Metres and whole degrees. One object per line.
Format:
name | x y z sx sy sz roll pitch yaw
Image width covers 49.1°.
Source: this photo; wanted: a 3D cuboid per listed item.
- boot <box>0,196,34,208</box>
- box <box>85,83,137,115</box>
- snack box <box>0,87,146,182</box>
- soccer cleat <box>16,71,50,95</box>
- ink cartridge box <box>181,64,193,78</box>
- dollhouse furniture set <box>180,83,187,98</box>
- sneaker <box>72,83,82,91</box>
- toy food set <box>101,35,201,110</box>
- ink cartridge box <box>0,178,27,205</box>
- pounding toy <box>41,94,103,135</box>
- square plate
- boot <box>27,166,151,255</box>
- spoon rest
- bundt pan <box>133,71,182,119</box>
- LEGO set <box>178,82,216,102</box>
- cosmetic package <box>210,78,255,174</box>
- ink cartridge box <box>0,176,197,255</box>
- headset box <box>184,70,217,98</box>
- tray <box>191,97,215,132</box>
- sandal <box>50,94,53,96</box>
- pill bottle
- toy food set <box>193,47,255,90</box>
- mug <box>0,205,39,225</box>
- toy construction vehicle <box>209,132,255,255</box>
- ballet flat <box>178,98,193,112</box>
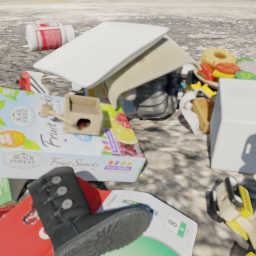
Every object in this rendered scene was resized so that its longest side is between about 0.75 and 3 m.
boot | -1.688 1.443 4.883 1.014 0.379 0.492 -18 44 -14
box | -0.619 -1.738 9.216 1.505 1.671 2.970 -3 28 -4
snack box | -1.223 0.141 5.684 2.742 0.726 1.950 7 33 -25
soccer cleat | -2.266 -0.619 7.128 0.738 1.733 0.594 -16 -2 -45
ink cartridge box | 3.022 -2.179 11.371 1.756 0.393 1.547 8 29 15
dollhouse furniture set | 1.451 -1.653 9.304 1.455 1.026 1.020 26 30 4
sneaker | -1.838 -1.833 10.649 0.491 0.741 1.302 14 64 -9
toy food set | 0.426 -1.385 6.844 2.201 0.665 1.580 -24 43 -2
ink cartridge box | -2.994 0.748 5.518 1.866 0.784 1.351 3 30 -1
pounding toy | -1.038 -0.163 5.083 1.066 0.488 0.936 5 35 -19
square plate | -0.725 -1.874 6.967 2.577 0.370 2.602 -40 41 -23
boot | -0.570 0.981 3.663 1.198 0.477 1.454 -16 28 -23
spoon rest | 1.571 -0.359 7.218 0.386 1.273 0.632 -15 45 6
bundt pan | 0.926 -1.233 7.826 0.784 2.089 2.089 9 29 29
LEGO set | 2.028 -0.907 7.899 1.237 0.461 0.569 13 64 14
cosmetic package | 2.621 -0.074 6.198 1.383 1.392 1.663 7 40 10
ink cartridge box | -0.362 1.389 3.738 2.372 0.594 1.909 31 29 9
headset box | 2.940 -1.401 9.341 1.720 0.798 1.498 -18 42 -28
tray | 2.952 -0.429 7.949 2.061 0.382 1.017 -4 48 -9
sandal | -2.631 -0.861 8.735 2.170 0.619 0.862 16 32 26
pill bottle | -4.389 -5.210 15.884 2.454 1.378 1.378 -13 31 -23
toy food set | 3.121 -1.764 8.550 2.205 0.542 2.227 22 41 24
mug | -1.480 1.512 3.939 0.918 1.221 1.376 -35 2 35
toy construction vehicle | 2.171 0.955 4.225 0.748 1.850 2.125 35 24 -7
ballet flat | 2.138 -0.637 8.542 1.289 0.439 0.433 10 45 15
